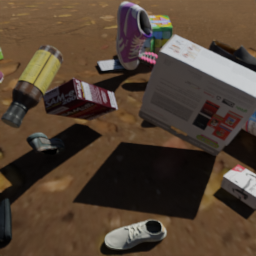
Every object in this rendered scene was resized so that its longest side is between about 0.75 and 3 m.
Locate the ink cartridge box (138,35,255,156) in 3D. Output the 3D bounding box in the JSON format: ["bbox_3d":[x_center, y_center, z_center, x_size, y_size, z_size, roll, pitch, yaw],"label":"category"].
[{"bbox_3d":[1.781,-0.763,7.333,2.557,2.245,1.072,29,48,8],"label":"ink cartridge box"}]

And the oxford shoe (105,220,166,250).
[{"bbox_3d":[0.148,2.104,5.596,1.260,0.364,0.474,-8,39,-7],"label":"oxford shoe"}]

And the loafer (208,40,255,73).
[{"bbox_3d":[4.805,-3.053,12.185,2.860,1.034,1.041,19,39,23],"label":"loafer"}]

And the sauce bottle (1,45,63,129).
[{"bbox_3d":[-2.225,-0.965,6.462,0.667,0.667,2.061,15,64,19],"label":"sauce bottle"}]

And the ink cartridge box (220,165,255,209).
[{"bbox_3d":[2.780,1.366,6.592,0.673,0.380,0.916,-26,43,-33],"label":"ink cartridge box"}]

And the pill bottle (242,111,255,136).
[{"bbox_3d":[4.144,-0.273,8.072,1.316,1.316,2.421,-26,43,-31],"label":"pill bottle"}]

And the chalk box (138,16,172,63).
[{"bbox_3d":[1.163,-4.063,13.083,1.656,1.667,2.671,0,37,0],"label":"chalk box"}]

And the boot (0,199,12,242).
[{"bbox_3d":[-2.861,1.958,5.761,0.846,0.384,1.006,-8,42,-17],"label":"boot"}]

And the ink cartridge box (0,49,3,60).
[{"bbox_3d":[-7.027,-4.309,12.500,1.997,2.702,1.023,13,38,17],"label":"ink cartridge box"}]

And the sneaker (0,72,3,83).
[{"bbox_3d":[-5.988,-1.907,10.501,0.945,1.136,2.521,30,45,35],"label":"sneaker"}]

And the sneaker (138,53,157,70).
[{"bbox_3d":[1.174,-2.376,11.200,1.791,0.854,0.708,24,47,8],"label":"sneaker"}]

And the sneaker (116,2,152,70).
[{"bbox_3d":[0.272,-3.319,10.875,0.977,2.695,1.536,-28,44,-24],"label":"sneaker"}]

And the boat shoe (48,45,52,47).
[{"bbox_3d":[-3.669,-3.281,12.941,0.636,0.524,1.853,-8,37,-12],"label":"boat shoe"}]

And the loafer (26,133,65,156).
[{"bbox_3d":[-2.003,0.530,7.004,0.533,1.485,0.467,-30,72,6],"label":"loafer"}]

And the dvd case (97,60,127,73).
[{"bbox_3d":[-0.648,-2.781,12.560,1.329,0.164,0.999,-10,37,-13],"label":"dvd case"}]

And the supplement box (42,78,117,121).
[{"bbox_3d":[-1.276,-0.723,7.879,1.096,0.613,2.014,-20,-13,24],"label":"supplement box"}]
